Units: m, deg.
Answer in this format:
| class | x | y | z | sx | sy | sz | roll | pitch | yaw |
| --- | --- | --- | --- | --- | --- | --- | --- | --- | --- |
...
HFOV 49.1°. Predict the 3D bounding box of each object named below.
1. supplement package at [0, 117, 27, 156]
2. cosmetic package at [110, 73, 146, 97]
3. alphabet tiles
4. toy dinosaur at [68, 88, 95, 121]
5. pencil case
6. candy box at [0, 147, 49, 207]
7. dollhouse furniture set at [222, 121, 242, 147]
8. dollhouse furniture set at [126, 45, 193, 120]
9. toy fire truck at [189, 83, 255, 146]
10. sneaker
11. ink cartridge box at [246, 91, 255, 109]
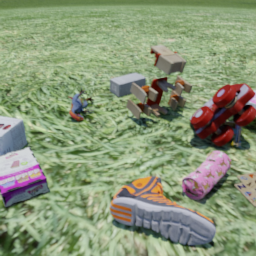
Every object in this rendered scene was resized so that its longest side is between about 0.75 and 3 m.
| class | x | y | z | sx | sy | sz | roll | pitch | yaw |
| --- | --- | --- | --- | --- | --- | --- | --- | --- | --- |
| supplement package | -4.560 | 0.378 | 9.712 | 1.368 | 1.052 | 1.430 | 7 | 30 | 12 |
| cosmetic package | -0.007 | -2.248 | 14.497 | 1.732 | 0.781 | 0.925 | -16 | 35 | -31 |
| alphabet tiles | 4.208 | 1.799 | 8.298 | 1.857 | 0.059 | 1.545 | -10 | 32 | -16 |
| toy dinosaur | -2.229 | -0.900 | 12.546 | 2.089 | 1.097 | 1.896 | -20 | 25 | 40 |
| pencil case | 2.336 | 1.376 | 8.327 | 0.761 | 0.796 | 1.839 | 46 | 47 | 16 |
| candy box | -3.301 | 1.410 | 8.449 | 1.259 | 0.563 | 1.846 | -17 | 34 | -26 |
| dollhouse furniture set | 3.817 | 0.011 | 10.356 | 0.745 | 1.078 | 1.141 | 5 | 24 | 19 |
| dollhouse furniture set | 1.334 | -1.914 | 11.899 | 2.756 | 2.726 | 1.420 | -16 | 47 | -34 |
| toy fire truck | 3.371 | -0.712 | 10.365 | 1.409 | 2.514 | 2.111 | 38 | 22 | -15 |
| sneaker | 0.946 | 1.924 | 7.159 | 2.608 | 1.012 | 1.461 | 15 | 28 | 14 |
| ink cartridge box | 5.909 | -0.915 | 11.622 | 2.880 | 0.635 | 2.934 | -8 | 24 | -33 |
